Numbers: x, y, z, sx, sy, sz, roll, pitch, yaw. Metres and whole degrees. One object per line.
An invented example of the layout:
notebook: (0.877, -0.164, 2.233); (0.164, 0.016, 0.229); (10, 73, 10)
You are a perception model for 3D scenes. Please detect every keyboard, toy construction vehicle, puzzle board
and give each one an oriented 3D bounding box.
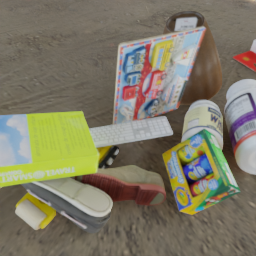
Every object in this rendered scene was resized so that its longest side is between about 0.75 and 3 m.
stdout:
keyboard: (-0.343, 0.160, 6.854); (2.768, 0.148, 0.779); (-10, 30, -3)
toy construction vehicle: (-1.846, 1.021, 6.754); (2.299, 0.930, 2.641); (29, 53, 13)
puzzle board: (0.711, -1.156, 7.405); (2.232, 2.962, 0.258); (-17, 58, -18)

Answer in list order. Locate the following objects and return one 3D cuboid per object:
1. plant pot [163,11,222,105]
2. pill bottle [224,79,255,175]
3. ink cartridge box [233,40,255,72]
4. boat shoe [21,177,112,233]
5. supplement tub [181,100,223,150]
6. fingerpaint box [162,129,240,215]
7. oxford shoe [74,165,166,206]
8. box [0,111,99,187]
plant pot: (1.830, -2.257, 8.640); (2.158, 2.309, 2.158); (-7, 54, 10)
pill bottle: (3.360, -0.153, 7.424); (1.410, 1.410, 2.530); (3, 44, 3)
ink cartridge box: (5.624, -2.650, 10.709); (2.047, 0.519, 2.323); (-20, 47, -21)
boat shoe: (-1.605, 1.309, 5.946); (2.709, 0.772, 0.906); (28, 28, 15)
supplement tub: (1.989, 0.016, 7.455); (1.024, 1.024, 1.412); (9, 43, 10)
fingerpaint box: (1.555, 0.972, 6.276); (1.244, 0.547, 1.491); (-36, 46, 28)
oxford shoe: (-0.171, 1.199, 6.359); (2.050, 0.722, 0.767); (15, 37, -10)
box: (-2.085, 0.366, 5.709); (2.656, 0.633, 1.620); (-5, 39, -22)
